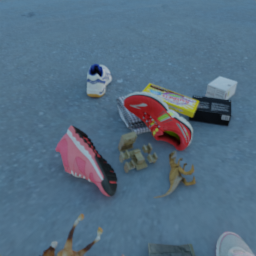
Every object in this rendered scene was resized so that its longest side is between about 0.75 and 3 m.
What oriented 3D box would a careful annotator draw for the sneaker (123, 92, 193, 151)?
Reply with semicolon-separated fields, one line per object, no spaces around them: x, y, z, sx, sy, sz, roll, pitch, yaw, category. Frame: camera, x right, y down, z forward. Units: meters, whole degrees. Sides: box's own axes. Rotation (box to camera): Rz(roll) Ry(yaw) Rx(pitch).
1.061;-0.219;10.078;2.913;1.122;1.237;32;50;-4;sneaker

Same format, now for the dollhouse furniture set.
0.192;0.913;9.722;1.105;0.838;1.261;-17;61;-21;dollhouse furniture set

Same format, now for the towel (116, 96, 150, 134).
0.571;-0.714;11.589;1.702;0.879;2.055;-12;38;-15;towel

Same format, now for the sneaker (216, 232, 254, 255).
2.691;3.213;6.147;0.906;0.983;2.228;-7;37;-9;sneaker

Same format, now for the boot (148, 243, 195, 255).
1.052;3.172;6.703;1.116;0.405;1.014;4;22;-6;boot

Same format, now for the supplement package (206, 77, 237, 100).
4.425;-1.827;13.281;0.928;0.661;1.192;28;45;33;supplement package

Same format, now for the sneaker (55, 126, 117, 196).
-1.383;1.240;8.995;1.202;1.022;2.772;-43;61;6;sneaker

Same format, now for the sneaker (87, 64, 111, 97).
-1.415;-2.687;13.943;1.075;1.259;2.856;1;35;1;sneaker

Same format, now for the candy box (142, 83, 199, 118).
1.675;-1.139;11.253;2.212;0.292;1.130;22;38;12;candy box

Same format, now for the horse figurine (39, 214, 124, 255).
-0.890;3.181;6.124;2.537;0.633;1.681;39;92;27;horse figurine

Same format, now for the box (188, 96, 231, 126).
3.457;-0.743;11.824;1.645;0.649;1.161;10;41;14;box

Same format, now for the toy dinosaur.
1.536;1.597;8.850;1.098;0.625;2.068;-5;34;20;toy dinosaur
